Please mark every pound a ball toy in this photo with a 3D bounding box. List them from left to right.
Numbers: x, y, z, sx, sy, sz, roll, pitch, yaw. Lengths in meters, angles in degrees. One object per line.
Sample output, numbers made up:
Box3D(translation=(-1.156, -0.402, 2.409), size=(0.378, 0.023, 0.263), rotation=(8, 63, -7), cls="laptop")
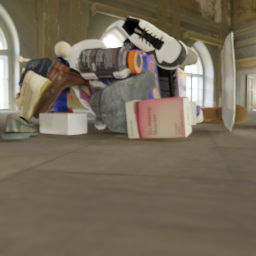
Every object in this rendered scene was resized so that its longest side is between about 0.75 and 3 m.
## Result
Box3D(translation=(-3.676, -2.273, 11.603), size=(1.854, 1.209, 0.788), rotation=(2, 9, -18), cls="pound a ball toy")

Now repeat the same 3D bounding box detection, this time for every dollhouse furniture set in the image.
Box3D(translation=(-2.580, -0.926, 11.056), size=(1.083, 1.071, 0.558), rotation=(-21, 35, 9), cls="dollhouse furniture set")

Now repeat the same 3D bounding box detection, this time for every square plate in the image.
Box3D(translation=(3.027, -1.259, 8.542), size=(0.334, 2.347, 2.325), rotation=(0, -14, 17), cls="square plate")

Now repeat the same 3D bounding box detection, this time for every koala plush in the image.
Box3D(translation=(-0.470, -0.782, 9.077), size=(2.089, 2.016, 2.273), rotation=(-19, 20, -38), cls="koala plush")

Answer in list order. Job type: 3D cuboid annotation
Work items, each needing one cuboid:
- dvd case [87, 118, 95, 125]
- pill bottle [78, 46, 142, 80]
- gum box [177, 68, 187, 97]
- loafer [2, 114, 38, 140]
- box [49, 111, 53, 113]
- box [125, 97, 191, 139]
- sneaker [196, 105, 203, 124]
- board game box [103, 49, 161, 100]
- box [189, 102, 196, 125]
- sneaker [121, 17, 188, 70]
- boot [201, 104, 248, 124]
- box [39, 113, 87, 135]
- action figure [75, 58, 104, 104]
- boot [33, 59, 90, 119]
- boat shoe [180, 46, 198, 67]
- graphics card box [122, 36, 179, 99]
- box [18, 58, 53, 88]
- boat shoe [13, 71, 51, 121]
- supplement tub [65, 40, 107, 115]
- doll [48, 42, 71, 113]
Box3D(translation=(-0.874, -0.363, 13.961), size=(2.856, 0.228, 2.124), rotation=(-3, 6, -32), cls="dvd case")
Box3D(translation=(-0.526, -1.994, 8.637), size=(1.859, 0.987, 0.987), rotation=(3, 5, 23), cls="pill bottle")
Box3D(translation=(2.010, -1.917, 12.625), size=(0.801, 1.375, 2.424), rotation=(2, 4, 23), cls="gum box")
Box3D(translation=(-2.842, -0.061, 7.511), size=(0.717, 0.628, 1.997), rotation=(-2, 3, -10), cls="loafer")
Box3D(translation=(-3.084, -0.510, 12.291), size=(0.469, 0.560, 0.754), rotation=(-4, 8, 46), cls="box")
Box3D(translation=(0.773, -0.257, 7.020), size=(1.475, 0.943, 0.804), rotation=(-3, 8, 22), cls="box")
Box3D(translation=(2.627, -0.774, 13.922), size=(1.022, 1.058, 2.535), rotation=(-3, 5, -43), cls="sneaker")
Box3D(translation=(0.155, -1.366, 10.083), size=(1.890, 2.811, 0.629), rotation=(8, 39, 28), cls="board game box")
Box3D(translation=(1.699, -0.648, 12.289), size=(1.925, 1.058, 2.189), rotation=(3, 5, 34), cls="box")
Box3D(translation=(0.656, -2.428, 7.961), size=(0.959, 0.884, 2.398), rotation=(17, 19, -51), cls="sneaker")
Box3D(translation=(4.490, -0.623, 14.169), size=(2.509, 0.962, 1.948), rotation=(-7, 1, -12), cls="boot")
Box3D(translation=(-2.021, -0.147, 8.706), size=(1.298, 0.633, 0.807), rotation=(3, 5, 35), cls="box")
Box3D(translation=(-1.070, -1.511, 10.543), size=(1.620, 2.419, 1.801), rotation=(-10, 19, -8), cls="action figure")
Box3D(translation=(-2.347, -1.110, 9.498), size=(0.650, 2.023, 1.886), rotation=(40, 10, 36), cls="boot")
Box3D(translation=(1.752, -3.087, 11.646), size=(2.500, 0.936, 0.773), rotation=(13, 24, 26), cls="boat shoe")
Box3D(translation=(0.893, -1.899, 10.190), size=(1.760, 2.806, 0.714), rotation=(11, 42, 30), cls="graphics card box")
Box3D(translation=(-3.374, -1.962, 10.580), size=(1.119, 1.139, 0.706), rotation=(3, -23, 35), cls="box")
Box3D(translation=(-2.911, -0.820, 8.147), size=(0.703, 0.781, 2.164), rotation=(34, -42, -11), cls="boat shoe")
Box3D(translation=(-1.440, -2.109, 12.455), size=(2.146, 2.146, 2.972), rotation=(2, -34, 19), cls="supplement tub")
Box3D(translation=(-2.405, -1.618, 10.123), size=(0.698, 2.881, 1.966), rotation=(2, 7, 6), cls="doll")
